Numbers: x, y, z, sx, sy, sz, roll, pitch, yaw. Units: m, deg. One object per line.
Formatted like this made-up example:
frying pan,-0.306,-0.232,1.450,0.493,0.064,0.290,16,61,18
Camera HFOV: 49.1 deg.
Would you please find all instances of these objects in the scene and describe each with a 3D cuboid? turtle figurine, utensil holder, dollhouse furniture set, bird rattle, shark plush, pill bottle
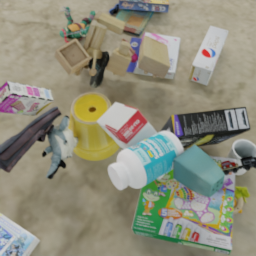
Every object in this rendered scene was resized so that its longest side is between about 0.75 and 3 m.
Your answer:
turtle figurine,-2.156,-4.365,12.006,2.357,1.186,1.764,-31,76,-35
utensil holder,3.503,0.942,8.757,0.788,0.928,0.788,2,52,-3
dollhouse furniture set,-0.318,-2.236,9.992,2.773,2.260,2.637,21,33,-10
bird rattle,2.946,2.042,8.218,1.135,0.639,0.925,2,59,16
shark plush,-1.947,0.651,7.750,0.882,0.963,2.119,-13,48,4
pill bottle,0.397,0.787,6.496,1.703,0.943,0.943,-25,61,-27

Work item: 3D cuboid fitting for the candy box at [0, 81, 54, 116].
candy box,-2.816,-0.739,7.474,0.915,1.342,0.409,-31,71,31

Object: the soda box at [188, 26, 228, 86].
soda box,3.241,-2.940,11.279,0.801,0.857,2.516,21,60,13

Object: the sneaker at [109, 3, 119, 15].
sneaker,-0.563,-5.634,13.334,0.298,0.268,0.765,38,73,24

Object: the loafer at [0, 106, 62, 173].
loafer,-2.671,0.295,7.739,2.265,0.814,0.713,-43,99,-27

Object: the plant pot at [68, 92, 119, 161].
plant pot,-1.100,-0.131,8.990,1.859,1.749,1.859,0,58,-1

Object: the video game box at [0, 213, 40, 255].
video game box,-3.993,3.335,7.525,2.339,0.548,2.131,27,64,16

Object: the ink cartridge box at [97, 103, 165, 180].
ink cartridge box,0.254,0.346,7.794,0.839,2.004,1.446,-47,27,-10

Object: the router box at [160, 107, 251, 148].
router box,2.054,0.111,8.240,1.974,2.511,0.656,-7,78,-3

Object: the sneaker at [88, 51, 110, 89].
sneaker,-1.190,-2.177,10.491,0.648,0.617,1.635,10,63,12

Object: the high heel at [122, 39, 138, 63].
high heel,0.035,-2.796,10.111,0.366,0.521,1.087,-24,48,6

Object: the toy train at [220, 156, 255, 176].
toy train,2.708,1.070,7.602,1.640,0.280,0.376,-19,89,24

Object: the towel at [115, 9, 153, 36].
towel,0.238,-5.137,13.042,1.506,0.223,2.054,19,60,12

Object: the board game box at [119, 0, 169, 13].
board game box,0.731,-6.044,13.234,2.288,0.396,1.550,5,46,-1

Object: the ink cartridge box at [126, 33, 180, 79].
ink cartridge box,0.989,-3.065,11.609,2.147,0.465,2.108,10,59,5

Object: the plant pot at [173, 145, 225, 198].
plant pot,1.607,1.015,6.268,0.693,0.693,0.981,-30,45,-25

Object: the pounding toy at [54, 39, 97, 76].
pounding toy,-1.506,-2.125,8.936,1.100,0.573,1.252,-39,95,-21

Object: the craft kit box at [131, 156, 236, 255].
craft kit box,1.672,1.968,8.078,2.627,0.637,2.595,5,54,17
